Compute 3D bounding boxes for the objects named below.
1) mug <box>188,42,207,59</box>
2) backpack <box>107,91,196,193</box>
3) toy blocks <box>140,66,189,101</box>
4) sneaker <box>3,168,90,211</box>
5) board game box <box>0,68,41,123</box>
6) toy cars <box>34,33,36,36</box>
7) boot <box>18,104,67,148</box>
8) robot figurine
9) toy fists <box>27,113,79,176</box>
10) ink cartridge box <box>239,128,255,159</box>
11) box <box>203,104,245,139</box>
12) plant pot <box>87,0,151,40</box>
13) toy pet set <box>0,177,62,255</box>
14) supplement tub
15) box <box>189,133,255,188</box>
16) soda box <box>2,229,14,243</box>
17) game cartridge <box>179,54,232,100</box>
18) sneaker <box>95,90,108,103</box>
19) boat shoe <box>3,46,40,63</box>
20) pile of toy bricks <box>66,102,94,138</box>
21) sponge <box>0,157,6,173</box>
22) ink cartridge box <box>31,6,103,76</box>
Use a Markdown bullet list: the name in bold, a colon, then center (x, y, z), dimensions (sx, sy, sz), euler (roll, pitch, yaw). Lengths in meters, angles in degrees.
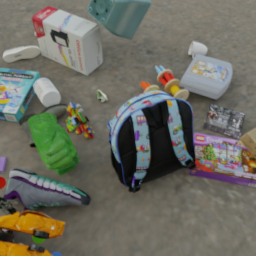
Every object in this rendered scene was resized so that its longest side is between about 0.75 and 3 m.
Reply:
- **mug**: center (3.405, -3.694, 13.663), dimensions (0.757, 0.637, 0.863), euler (13, 81, -4)
- **backpack**: center (0.634, 0.158, 8.684), dimensions (2.720, 2.980, 2.005), euler (-20, 42, -9)
- **toy blocks**: center (1.309, -1.821, 11.957), dimensions (1.753, 0.764, 2.103), euler (-18, 53, -15)
- **sneaker**: center (-2.545, 2.197, 8.737), dimensions (2.717, 1.011, 1.189), euler (17, 81, 11)
- **board game box**: center (-5.016, -1.433, 11.732), dimensions (1.890, 0.587, 2.503), euler (7, 51, 6)
- **toy cars**: center (-4.334, -5.434, 15.202), dimensions (1.673, 0.370, 0.750), euler (-23, 54, -18)
- **boot**: center (-3.005, -0.051, 10.686), dimensions (2.007, 0.679, 1.311), euler (-26, 70, -28)
- **robot figurine**: center (-2.957, 2.763, 7.017), dimensions (2.468, 0.718, 1.789), euler (15, 56, -6)
- **toy fists**: center (-2.145, 0.611, 8.587), dimensions (0.982, 2.856, 1.456), euler (-20, 76, -10)
- **ink cartridge box**: center (4.439, 0.582, 9.459), dimensions (0.903, 0.412, 1.096), euler (-18, 64, -40)
- **box**: center (3.758, -0.276, 10.936), dimensions (1.420, 0.353, 1.119), euler (18, 53, 14)
- **plant pot**: center (-0.601, -5.097, 11.949), dimensions (1.923, 1.918, 1.959), euler (44, 35, 15)
- **toy pet set**: center (-3.866, 3.369, 7.457), dimensions (2.783, 1.583, 2.980), euler (-32, 80, -40)
- **supplement tub**: center (-3.271, -1.420, 11.267), dimensions (0.780, 0.780, 1.182), euler (-24, 46, -19)
- **box**: center (3.345, 1.088, 9.733), dimensions (2.291, 0.448, 1.567), euler (10, 51, 8)
- **soda box**: center (-3.557, 3.523, 7.602), dimensions (0.724, 0.648, 2.046), euler (-10, 52, -8)
- **game cartridge**: center (3.517, -2.299, 12.204), dimensions (1.877, 0.585, 2.819), euler (17, 42, 17)
- **sneaker**: center (-1.195, -1.317, 11.811), dimensions (0.364, 0.316, 0.821), euler (-39, 49, -15)
- **boat shoe**: center (-5.191, -3.680, 13.658), dimensions (1.769, 0.637, 0.606), euler (-21, 53, -5)
- **pile of toy bricks**: center (-2.045, -0.165, 10.690), dimensions (0.808, 0.908, 1.636), euler (-39, 64, 17)
- **sponge**: center (-4.821, 1.325, 9.749), dimensions (1.019, 0.152, 0.568), euler (-5, 51, -4)
- **ink cartridge box**: center (-2.738, -3.991, 12.865), dimensions (2.912, 2.122, 1.206), euler (27, 55, 21)
